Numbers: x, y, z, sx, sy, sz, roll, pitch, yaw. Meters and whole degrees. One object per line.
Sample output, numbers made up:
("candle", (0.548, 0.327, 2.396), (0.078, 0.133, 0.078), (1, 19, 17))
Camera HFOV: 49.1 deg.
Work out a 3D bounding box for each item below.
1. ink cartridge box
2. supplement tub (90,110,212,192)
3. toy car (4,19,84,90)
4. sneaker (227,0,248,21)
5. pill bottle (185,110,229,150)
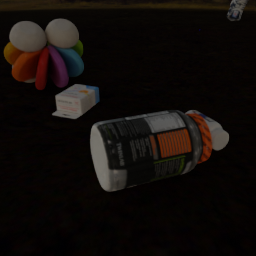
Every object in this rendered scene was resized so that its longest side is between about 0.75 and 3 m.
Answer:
("ink cartridge box", (-1.670, -0.882, 8.979), (0.902, 0.532, 1.567), (10, 29, 18))
("supplement tub", (0.453, 0.389, 5.665), (2.225, 1.363, 1.363), (-9, 29, -19))
("toy car", (-2.991, -2.503, 10.586), (2.932, 2.566, 2.199), (-14, 66, -24))
("sneaker", (2.561, -2.844, 6.417), (0.337, 0.521, 0.960), (19, -8, 3))
("pill bottle", (1.907, 0.065, 7.022), (0.667, 0.667, 1.202), (-13, 30, -23))
